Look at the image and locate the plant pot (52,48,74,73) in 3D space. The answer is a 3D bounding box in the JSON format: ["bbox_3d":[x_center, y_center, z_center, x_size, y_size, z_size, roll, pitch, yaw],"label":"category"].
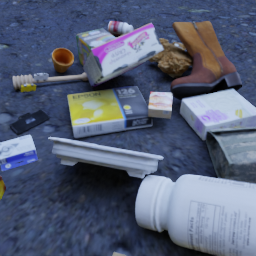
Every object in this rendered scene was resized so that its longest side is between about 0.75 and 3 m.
[{"bbox_3d":[-2.467,-2.447,10.418,0.765,0.700,0.765,9,64,-18],"label":"plant pot"}]

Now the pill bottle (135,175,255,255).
[{"bbox_3d":[1.395,1.570,5.177,2.331,1.333,1.333,5,39,26],"label":"pill bottle"}]

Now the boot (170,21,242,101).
[{"bbox_3d":[2.168,-2.426,9.254,2.739,0.996,2.909,-13,71,-18],"label":"boot"}]

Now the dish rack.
[{"bbox_3d":[-0.427,0.661,6.212,2.345,2.013,0.511,9,86,7],"label":"dish rack"}]

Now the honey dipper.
[{"bbox_3d":[-2.666,-1.727,9.880,2.584,0.491,0.491,-9,41,-13],"label":"honey dipper"}]

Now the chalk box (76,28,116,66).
[{"bbox_3d":[-1.193,-2.967,10.764,1.206,1.200,1.939,-22,44,-21],"label":"chalk box"}]

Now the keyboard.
[{"bbox_3d":[-2.955,-0.214,8.355,0.651,0.139,1.085,37,52,27],"label":"keyboard"}]

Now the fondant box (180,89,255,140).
[{"bbox_3d":[2.686,-0.437,8.271,1.867,0.544,1.347,-13,42,-16],"label":"fondant box"}]

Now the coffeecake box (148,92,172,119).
[{"bbox_3d":[0.919,-0.665,8.018,0.635,0.302,0.827,5,42,5],"label":"coffeecake box"}]

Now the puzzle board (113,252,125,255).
[{"bbox_3d":[0.011,2.838,4.616,0.968,0.112,1.285,10,52,15],"label":"puzzle board"}]

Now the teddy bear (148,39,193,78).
[{"bbox_3d":[1.713,-2.692,10.795,1.955,0.900,2.696,0,35,-22],"label":"teddy bear"}]

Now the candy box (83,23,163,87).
[{"bbox_3d":[-0.314,-2.117,8.650,1.872,0.838,2.746,-27,9,-12],"label":"candy box"}]

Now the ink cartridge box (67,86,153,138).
[{"bbox_3d":[-0.669,-0.733,8.665,2.292,0.545,2.319,-10,43,-12],"label":"ink cartridge box"}]

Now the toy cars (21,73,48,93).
[{"bbox_3d":[-3.138,-1.533,9.322,1.045,0.469,0.231,-43,56,-8],"label":"toy cars"}]

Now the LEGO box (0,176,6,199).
[{"bbox_3d":[-3.328,1.594,5.968,0.902,0.467,1.211,2,41,3],"label":"LEGO box"}]

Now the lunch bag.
[{"bbox_3d":[2.797,0.523,6.825,1.437,1.030,1.752,-4,34,-1],"label":"lunch bag"}]

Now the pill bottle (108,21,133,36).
[{"bbox_3d":[-0.355,-4.647,13.168,1.077,0.608,0.608,14,42,14],"label":"pill bottle"}]

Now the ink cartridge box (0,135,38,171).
[{"bbox_3d":[-2.912,0.624,7.323,0.920,0.187,0.922,-17,44,-19],"label":"ink cartridge box"}]
